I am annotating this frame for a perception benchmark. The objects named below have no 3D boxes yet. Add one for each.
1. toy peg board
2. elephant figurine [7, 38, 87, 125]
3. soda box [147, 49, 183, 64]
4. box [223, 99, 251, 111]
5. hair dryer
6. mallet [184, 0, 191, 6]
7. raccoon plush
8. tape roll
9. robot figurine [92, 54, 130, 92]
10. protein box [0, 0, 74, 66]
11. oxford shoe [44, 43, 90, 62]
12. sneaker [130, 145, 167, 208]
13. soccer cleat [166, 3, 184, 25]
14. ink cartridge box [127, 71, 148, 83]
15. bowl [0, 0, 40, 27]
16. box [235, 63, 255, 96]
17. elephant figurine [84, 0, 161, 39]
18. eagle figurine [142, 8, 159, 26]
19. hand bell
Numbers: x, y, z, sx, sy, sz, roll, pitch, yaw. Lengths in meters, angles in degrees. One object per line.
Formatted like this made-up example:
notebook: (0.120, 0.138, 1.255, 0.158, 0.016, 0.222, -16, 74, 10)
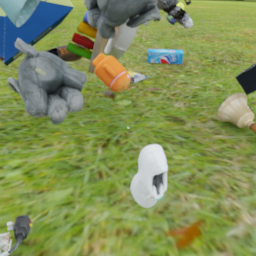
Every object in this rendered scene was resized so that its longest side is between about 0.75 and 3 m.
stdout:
toy peg board: (-1.008, -3.167, 8.371, 1.039, 2.116, 2.124, 21, 59, -6)
elephant figurine: (-1.411, -0.622, 4.617, 1.097, 1.202, 1.550, 5, 3, -29)
soda box: (1.856, -3.595, 14.112, 1.749, 0.561, 0.593, 4, 30, 7)
box: (3.672, -0.738, 9.476, 0.654, 0.202, 0.819, -1, 30, -5)
hair dryer: (-1.992, 2.386, 3.855, 1.721, 0.614, 2.259, -26, 31, -10)
mallet: (1.367, -4.570, 8.679, 0.591, 1.795, 0.369, -22, 1, 12)
raccoon plush: (0.989, -3.001, 5.960, 1.549, 1.038, 0.750, 35, 8, -24)
tape roll: (-0.144, -3.718, 9.812, 0.474, 2.595, 2.595, 17, 24, -21)
robot figurine: (-0.343, -1.197, 6.237, 0.979, 0.704, 0.571, 46, 57, 4)
protein box: (-2.988, -2.996, 7.568, 2.266, 1.540, 2.282, -43, 22, -10)
oxford shoe: (-2.099, -2.495, 9.425, 1.685, 0.601, 0.614, -15, 11, 3)
sneaker: (0.311, 0.787, 3.680, 0.431, 1.145, 0.507, -12, 43, -15)
soccer cleat: (1.741, -4.330, 10.400, 0.510, 0.394, 1.220, 34, 58, -17)
ink cartridge box: (0.230, -2.252, 12.132, 0.900, 0.214, 0.910, 24, 39, 36)
bowl: (-1.841, -2.247, 4.729, 0.489, 0.936, 0.936, 34, 25, -16)
box: (3.895, -1.662, 7.475, 1.673, 0.660, 1.181, -32, 1, -26)
elephant figurine: (0.083, -1.552, 3.399, 1.103, 0.780, 0.855, -16, 51, -27)
eagle figurine: (0.562, -3.607, 7.655, 1.333, 1.011, 1.006, -44, 2, -5)
hand bell: (3.511, 0.005, 7.771, 1.037, 1.037, 1.992, -13, 45, -21)
